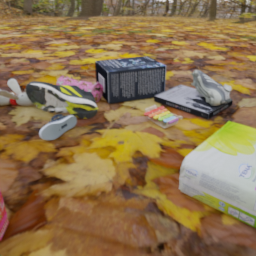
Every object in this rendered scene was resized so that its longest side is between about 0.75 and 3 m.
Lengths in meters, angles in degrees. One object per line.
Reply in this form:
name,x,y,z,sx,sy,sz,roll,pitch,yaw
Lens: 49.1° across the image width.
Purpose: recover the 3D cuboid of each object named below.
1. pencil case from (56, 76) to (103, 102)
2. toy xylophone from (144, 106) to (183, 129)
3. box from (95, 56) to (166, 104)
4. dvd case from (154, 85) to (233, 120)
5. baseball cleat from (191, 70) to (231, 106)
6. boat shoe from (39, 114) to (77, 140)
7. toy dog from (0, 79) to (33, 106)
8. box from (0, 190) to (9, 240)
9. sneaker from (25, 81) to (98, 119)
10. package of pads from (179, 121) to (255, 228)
pencil case,-2.149,-1.726,12.375,2.169,0.938,0.898,17,4,29
toy xylophone,1.310,-0.438,10.250,1.057,0.363,1.444,-27,35,-31
box,0.073,-2.251,12.759,2.712,1.452,2.013,-10,29,-19
dvd case,2.733,-1.168,11.882,2.648,0.327,1.990,24,36,39
baseball cleat,3.462,-1.665,11.544,1.204,0.789,2.262,-7,45,-9
boat shoe,-2.526,-0.039,9.513,0.714,0.556,1.572,10,25,32
toy dog,-5.244,-1.553,11.565,2.680,1.291,1.767,-9,29,-18
box,-2.999,2.030,4.769,1.054,1.101,2.208,-1,27,-1
sneaker,-2.422,-1.128,10.376,2.664,0.992,1.127,19,36,-24
package of pads,2.893,0.946,6.977,2.308,1.019,2.988,20,33,34
